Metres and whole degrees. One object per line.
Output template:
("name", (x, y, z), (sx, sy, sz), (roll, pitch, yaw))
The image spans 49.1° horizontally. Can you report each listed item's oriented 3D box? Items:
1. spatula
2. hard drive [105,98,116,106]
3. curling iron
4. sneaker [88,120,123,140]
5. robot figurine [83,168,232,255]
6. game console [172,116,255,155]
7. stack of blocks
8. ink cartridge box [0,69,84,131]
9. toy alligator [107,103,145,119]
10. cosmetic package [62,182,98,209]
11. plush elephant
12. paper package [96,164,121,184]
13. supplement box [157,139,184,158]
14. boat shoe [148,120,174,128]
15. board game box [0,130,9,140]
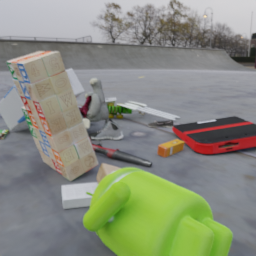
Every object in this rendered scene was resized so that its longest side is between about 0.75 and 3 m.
("spatula", (1.020, -0.822, 12.989), (2.711, 0.218, 1.885), (17, 10, 17))
("hard drive", (-1.135, -1.058, 13.640), (0.901, 0.182, 1.365), (-9, -19, -17))
("curling iron", (-0.355, 0.725, 8.354), (2.505, 0.320, 0.621), (12, 19, 37))
("sneaker", (-0.806, 0.042, 10.090), (1.255, 0.725, 0.471), (0, 15, -1))
("robot figurine", (0.306, 1.371, 4.133), (1.960, 1.292, 2.234), (16, 0, -42))
("game console", (3.205, 0.195, 9.734), (2.748, 0.427, 2.430), (-8, 16, -11))
("stack of blocks", (-1.940, -0.334, 7.005), (0.869, 2.968, 1.709), (-30, 29, -29))
("ink cartridge box", (-3.463, -1.163, 11.271), (2.012, 1.161, 2.774), (-28, 3, 45))
("toy alligator", (-0.310, -0.817, 13.016), (2.215, 0.657, 0.601), (1, -13, 6))
("cosmetic package", (-0.955, 1.421, 5.960), (0.878, 0.227, 0.662), (-2, 17, -14))
("plush elephant", (-1.656, -0.554, 10.554), (1.611, 2.081, 1.714), (-18, -4, -20))
("paper package", (-0.229, 1.178, 6.095), (0.781, 0.424, 0.820), (18, 8, -17))
("supplement box", (1.339, 0.624, 8.716), (0.978, 0.337, 0.326), (-16, 27, -42))
("boat shoe", (1.371, -0.204, 11.780), (1.091, 0.311, 0.365), (2, 15, 6))
("board game box", (-4.826, 0.260, 10.478), (0.527, 0.118, 1.006), (-5, 16, -9))
